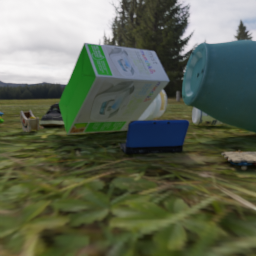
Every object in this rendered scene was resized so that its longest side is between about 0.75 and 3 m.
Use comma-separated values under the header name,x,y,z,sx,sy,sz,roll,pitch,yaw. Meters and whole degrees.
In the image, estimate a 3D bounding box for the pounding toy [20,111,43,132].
name,x,y,z,sx,sy,sz,roll,pitch,yaw
pounding toy,-3.055,-0.244,8.996,0.650,0.648,1.133,-11,8,-35

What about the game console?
name,x,y,z,sx,sy,sz,roll,pitch,yaw
game console,0.482,0.139,5.516,1.156,0.684,0.987,0,7,-11

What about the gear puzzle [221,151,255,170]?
name,x,y,z,sx,sy,sz,roll,pitch,yaw
gear puzzle,1.899,0.513,4.624,0.642,0.162,1.239,-1,3,9

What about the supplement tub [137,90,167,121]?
name,x,y,z,sx,sy,sz,roll,pitch,yaw
supplement tub,0.617,-1.106,11.909,1.797,1.797,2.485,2,6,16

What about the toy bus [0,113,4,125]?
name,x,y,z,sx,sy,sz,roll,pitch,yaw
toy bus,-3.602,-0.165,7.541,0.692,0.734,0.379,32,7,18

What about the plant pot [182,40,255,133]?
name,x,y,z,sx,sy,sz,roll,pitch,yaw
plant pot,2.870,-1.243,7.657,2.400,2.555,2.555,11,5,-6

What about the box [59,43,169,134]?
name,x,y,z,sx,sy,sz,roll,pitch,yaw
box,-0.515,-1.019,8.028,2.225,1.219,2.522,-2,-32,-33

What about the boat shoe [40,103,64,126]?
name,x,y,z,sx,sy,sz,roll,pitch,yaw
boat shoe,-2.840,-0.567,11.234,0.948,0.872,2.653,1,6,6

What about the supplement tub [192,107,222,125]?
name,x,y,z,sx,sy,sz,roll,pitch,yaw
supplement tub,3.077,-0.490,10.768,1.073,0.778,0.778,2,6,-3
